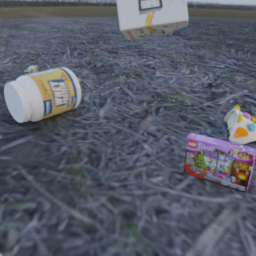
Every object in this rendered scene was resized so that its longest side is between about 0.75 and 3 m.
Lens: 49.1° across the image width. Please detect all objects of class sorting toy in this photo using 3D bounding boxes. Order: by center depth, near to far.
[{"bbox_3d":[4.059,0.001,9.246,1.408,0.836,1.564,22,29,1],"label":"sorting toy"}]

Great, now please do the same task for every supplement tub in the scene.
[{"bbox_3d":[-3.124,-1.217,10.371,1.686,1.686,2.330,24,36,39],"label":"supplement tub"}]

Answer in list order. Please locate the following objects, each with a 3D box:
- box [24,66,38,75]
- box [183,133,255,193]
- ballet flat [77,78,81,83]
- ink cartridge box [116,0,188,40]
[{"bbox_3d":[-5.440,-3.190,15.742,0.387,0.355,1.105,1,28,3],"label":"box"},{"bbox_3d":[2.216,0.848,6.947,1.622,1.110,0.317,14,30,27],"label":"box"},{"bbox_3d":[-3.003,-2.437,14.181,1.349,0.425,0.463,-19,32,-33],"label":"ballet flat"},{"bbox_3d":[0.785,-3.874,9.033,2.087,1.524,1.531,-5,6,10],"label":"ink cartridge box"}]
